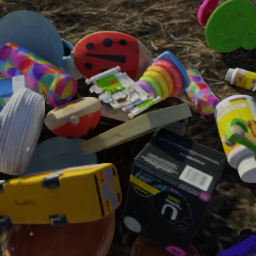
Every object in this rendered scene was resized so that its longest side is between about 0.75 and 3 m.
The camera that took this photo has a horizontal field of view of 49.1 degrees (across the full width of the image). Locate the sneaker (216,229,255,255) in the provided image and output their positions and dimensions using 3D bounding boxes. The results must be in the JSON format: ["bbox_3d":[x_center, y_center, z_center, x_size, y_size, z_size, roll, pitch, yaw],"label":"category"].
[{"bbox_3d":[2.599,2.657,6.244,1.486,0.517,0.739,-5,41,-6],"label":"sneaker"}]

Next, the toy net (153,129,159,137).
[{"bbox_3d":[0.922,0.194,8.097,0.260,0.706,1.346,-10,81,-12],"label":"toy net"}]

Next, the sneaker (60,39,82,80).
[{"bbox_3d":[-2.605,-3.080,10.852,1.053,1.167,2.849,-32,57,-26],"label":"sneaker"}]

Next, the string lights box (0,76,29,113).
[{"bbox_3d":[-4.358,-0.615,8.586,2.718,1.397,0.801,-12,50,-10],"label":"string lights box"}]

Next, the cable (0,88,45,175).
[{"bbox_3d":[-2.676,0.085,7.035,0.756,2.184,2.184,16,59,-9],"label":"cable"}]

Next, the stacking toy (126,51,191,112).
[{"bbox_3d":[0.682,-1.189,8.828,2.417,1.327,1.403,-40,96,-32],"label":"stacking toy"}]

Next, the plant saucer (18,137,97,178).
[{"bbox_3d":[-1.874,1.127,7.686,2.130,0.410,2.130,-3,47,4],"label":"plant saucer"}]

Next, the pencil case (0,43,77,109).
[{"bbox_3d":[-3.099,-1.769,9.421,2.878,1.272,1.272,32,56,18],"label":"pencil case"}]

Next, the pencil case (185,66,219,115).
[{"bbox_3d":[2.450,-1.283,9.599,0.800,0.800,1.810,-11,52,-9],"label":"pencil case"}]

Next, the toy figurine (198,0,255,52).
[{"bbox_3d":[4.187,-4.690,12.047,2.804,2.105,2.580,10,37,-20],"label":"toy figurine"}]

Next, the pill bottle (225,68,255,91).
[{"bbox_3d":[4.135,-1.782,10.119,1.095,0.598,0.598,23,53,18],"label":"pill bottle"}]

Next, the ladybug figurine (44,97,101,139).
[{"bbox_3d":[-1.516,-0.268,8.045,1.657,0.878,2.442,-21,12,-3],"label":"ladybug figurine"}]

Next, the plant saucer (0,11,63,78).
[{"bbox_3d":[-3.532,-2.800,10.063,2.607,2.607,0.502,5,18,4],"label":"plant saucer"}]

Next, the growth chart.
[{"bbox_3d":[-0.182,-1.054,8.155,1.930,0.171,1.397,41,59,19],"label":"growth chart"}]

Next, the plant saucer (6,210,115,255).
[{"bbox_3d":[-1.408,2.190,5.978,2.401,0.387,2.401,-12,43,12],"label":"plant saucer"}]

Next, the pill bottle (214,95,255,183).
[{"bbox_3d":[3.277,0.285,7.815,1.261,1.261,2.309,-2,52,-2],"label":"pill bottle"}]

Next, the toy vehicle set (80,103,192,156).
[{"bbox_3d":[0.128,0.071,7.111,1.603,2.580,0.342,-16,84,-45],"label":"toy vehicle set"}]

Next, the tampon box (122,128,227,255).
[{"bbox_3d":[0.957,1.431,6.169,1.607,2.144,1.354,23,38,20],"label":"tampon box"}]

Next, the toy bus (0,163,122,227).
[{"bbox_3d":[-1.630,1.374,5.772,2.803,0.912,1.097,-11,3,28],"label":"toy bus"}]

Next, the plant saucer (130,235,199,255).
[{"bbox_3d":[0.810,2.922,6.112,1.544,0.249,1.544,6,35,-4],"label":"plant saucer"}]

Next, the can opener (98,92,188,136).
[{"bbox_3d":[0.407,-0.543,8.797,2.942,0.984,0.785,13,51,11],"label":"can opener"}]

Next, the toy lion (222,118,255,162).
[{"bbox_3d":[2.966,0.194,6.602,1.354,0.465,1.298,31,40,3],"label":"toy lion"}]

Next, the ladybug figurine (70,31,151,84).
[{"bbox_3d":[-0.542,-2.354,9.669,2.862,1.942,1.029,1,10,-11],"label":"ladybug figurine"}]
